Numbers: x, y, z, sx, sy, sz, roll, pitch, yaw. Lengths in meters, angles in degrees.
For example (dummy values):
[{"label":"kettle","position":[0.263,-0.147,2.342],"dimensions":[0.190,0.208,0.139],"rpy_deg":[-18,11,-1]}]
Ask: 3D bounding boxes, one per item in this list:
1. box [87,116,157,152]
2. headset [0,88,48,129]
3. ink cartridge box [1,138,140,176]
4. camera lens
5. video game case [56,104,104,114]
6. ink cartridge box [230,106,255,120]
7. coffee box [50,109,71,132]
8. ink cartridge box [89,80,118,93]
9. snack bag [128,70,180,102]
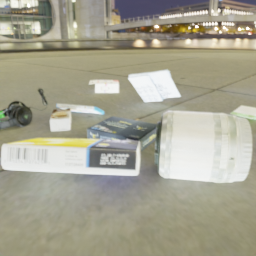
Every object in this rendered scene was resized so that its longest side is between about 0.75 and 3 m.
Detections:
[{"label":"box","position":[-0.127,0.158,9.252],"dimensions":[1.956,0.499,1.543],"rpy_deg":[12,22,28]},{"label":"headset","position":[-4.222,-0.706,10.769],"dimensions":[2.293,1.077,1.416],"rpy_deg":[-24,30,-26]},{"label":"ink cartridge box","position":[-1.080,0.571,6.849],"dimensions":[2.749,0.654,2.782],"rpy_deg":[1,4,3]},{"label":"camera lens","position":[1.709,0.446,6.794],"dimensions":[2.067,1.654,1.654],"rpy_deg":[3,21,9]},{"label":"video game case","position":[-1.948,-0.769,11.561],"dimensions":[1.657,0.148,1.186],"rpy_deg":[5,-5,11]},{"label":"ink cartridge box","position":[4.852,-0.550,11.469],"dimensions":[0.940,0.310,1.291],"rpy_deg":[16,31,38]},{"label":"coffee box","position":[-2.525,-0.315,10.557],"dimensions":[0.698,0.487,1.221],"rpy_deg":[-3,21,-9]},{"label":"ink cartridge box","position":[-1.373,-2.359,15.972],"dimensions":[1.648,0.556,0.960],"rpy_deg":[1,20,-3]},{"label":"snack bag","position":[1.231,-1.836,12.721],"dimensions":[1.982,1.869,0.212],"rpy_deg":[-2,56,31]}]
